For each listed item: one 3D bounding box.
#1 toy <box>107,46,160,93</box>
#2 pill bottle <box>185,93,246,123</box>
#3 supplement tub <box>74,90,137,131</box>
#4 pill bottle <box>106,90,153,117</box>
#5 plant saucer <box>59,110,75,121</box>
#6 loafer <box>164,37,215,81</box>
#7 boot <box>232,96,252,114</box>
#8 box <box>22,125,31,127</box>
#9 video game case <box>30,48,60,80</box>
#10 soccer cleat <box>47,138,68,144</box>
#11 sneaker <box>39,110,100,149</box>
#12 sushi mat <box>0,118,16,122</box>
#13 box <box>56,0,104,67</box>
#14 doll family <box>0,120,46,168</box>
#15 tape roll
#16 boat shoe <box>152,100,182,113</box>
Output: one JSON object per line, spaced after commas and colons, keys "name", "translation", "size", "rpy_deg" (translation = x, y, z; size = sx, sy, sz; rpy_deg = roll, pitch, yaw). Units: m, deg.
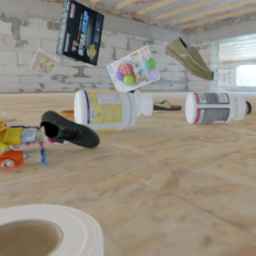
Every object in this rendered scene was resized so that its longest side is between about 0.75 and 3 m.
{"name": "toy", "translation": [0.052, -2.483, 12.704], "size": [2.657, 1.530, 0.627], "rpy_deg": [-15, 12, 41]}
{"name": "pill bottle", "translation": [4.187, -0.962, 13.553], "size": [2.560, 1.483, 1.483], "rpy_deg": [0, 10, -3]}
{"name": "supplement tub", "translation": [-0.954, -0.712, 11.554], "size": [2.315, 1.683, 1.683], "rpy_deg": [-3, 10, -20]}
{"name": "pill bottle", "translation": [-0.021, -1.351, 15.655], "size": [2.642, 1.529, 1.529], "rpy_deg": [3, 11, 16]}
{"name": "plant saucer", "translation": [-2.910, -0.717, 15.345], "size": [2.074, 0.388, 2.074], "rpy_deg": [1, 10, 0]}
{"name": "loafer", "translation": [2.457, -2.726, 10.914], "size": [2.427, 0.819, 0.923], "rpy_deg": [43, 27, 20]}
{"name": "boot", "translation": [6.188, -1.402, 17.732], "size": [1.846, 1.034, 2.669], "rpy_deg": [-7, 10, -11]}
{"name": "box", "translation": [-4.583, 0.006, 11.928], "size": [0.422, 0.133, 0.767], "rpy_deg": [6, 11, 29]}
{"name": "video game case", "translation": [-3.975, -3.054, 13.362], "size": [1.054, 1.158, 0.133], "rpy_deg": [31, 23, -14]}
{"name": "soccer cleat", "translation": [-2.345, 0.413, 9.369], "size": [0.805, 0.281, 0.348], "rpy_deg": [10, 1, 31]}
{"name": "sneaker", "translation": [-1.689, 0.226, 8.136], "size": [1.907, 0.713, 1.013], "rpy_deg": [26, 14, -15]}
{"name": "sushi mat", "translation": [-6.593, -0.321, 13.859], "size": [0.948, 0.120, 1.982], "rpy_deg": [3, 10, 21]}
{"name": "box", "translation": [-1.428, -2.829, 8.504], "size": [1.304, 1.641, 0.378], "rpy_deg": [9, 0, -45]}
{"name": "doll family", "translation": [-3.152, 0.220, 7.521], "size": [1.688, 1.225, 2.719], "rpy_deg": [-3, 10, -19]}
{"name": "tape roll", "translation": [-1.084, 1.379, 2.783], "size": [1.698, 0.594, 1.698], "rpy_deg": [0, 11, 0]}
{"name": "boat shoe", "translation": [2.288, -1.424, 18.185], "size": [2.556, 0.800, 0.910], "rpy_deg": [0, 8, -7]}
